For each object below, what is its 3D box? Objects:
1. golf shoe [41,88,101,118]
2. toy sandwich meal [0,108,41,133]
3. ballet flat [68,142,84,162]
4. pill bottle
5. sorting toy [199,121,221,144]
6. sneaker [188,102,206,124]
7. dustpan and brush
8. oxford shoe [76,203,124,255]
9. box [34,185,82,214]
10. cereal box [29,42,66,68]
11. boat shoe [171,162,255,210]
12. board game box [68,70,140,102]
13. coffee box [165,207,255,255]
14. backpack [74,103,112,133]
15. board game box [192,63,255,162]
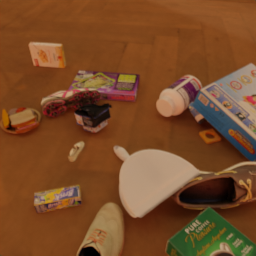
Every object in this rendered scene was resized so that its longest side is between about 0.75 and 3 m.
[{"bbox_3d":[-2.120,-1.120,10.352,2.203,0.800,1.015,-15,42,-16],"label":"golf shoe"},{"bbox_3d":[-3.738,-0.352,9.684,1.496,0.512,1.496,0,41,0],"label":"toy sandwich meal"},{"bbox_3d":[-1.480,0.622,7.998,0.260,0.241,0.772,-6,41,27],"label":"ballet flat"},{"bbox_3d":[1.841,-1.128,10.190,1.021,1.021,1.816,31,50,30],"label":"pill bottle"},{"bbox_3d":[3.804,-0.132,9.517,2.956,0.403,1.665,-22,46,-23],"label":"sorting toy"},{"bbox_3d":[2.954,-0.959,10.035,2.054,0.778,0.791,-35,80,-36],"label":"sneaker"},{"bbox_3d":[0.300,1.097,7.694,2.000,0.820,2.866,-32,46,-16],"label":"dustpan and brush"},{"bbox_3d":[-0.590,2.554,6.045,0.869,0.906,2.455,7,40,8],"label":"oxford shoe"},{"bbox_3d":[-1.812,1.848,7.278,1.161,0.373,0.407,-8,42,-10],"label":"box"},{"bbox_3d":[-3.619,-3.266,12.609,1.483,1.067,0.293,4,42,6],"label":"cereal box"},{"bbox_3d":[2.520,1.499,6.984,2.934,1.054,0.873,-3,11,2],"label":"boat shoe"},{"bbox_3d":[-0.921,-1.736,11.404,2.648,0.428,1.589,6,37,7],"label":"board game box"},{"bbox_3d":[2.068,2.817,5.590,1.448,0.518,2.355,-27,47,-32],"label":"coffee box"},{"bbox_3d":[-1.229,-0.383,9.435,1.061,0.858,1.113,18,32,29],"label":"backpack"},{"bbox_3d":[4.086,-0.560,9.067,2.806,0.801,2.866,-27,62,-28],"label":"board game box"}]
